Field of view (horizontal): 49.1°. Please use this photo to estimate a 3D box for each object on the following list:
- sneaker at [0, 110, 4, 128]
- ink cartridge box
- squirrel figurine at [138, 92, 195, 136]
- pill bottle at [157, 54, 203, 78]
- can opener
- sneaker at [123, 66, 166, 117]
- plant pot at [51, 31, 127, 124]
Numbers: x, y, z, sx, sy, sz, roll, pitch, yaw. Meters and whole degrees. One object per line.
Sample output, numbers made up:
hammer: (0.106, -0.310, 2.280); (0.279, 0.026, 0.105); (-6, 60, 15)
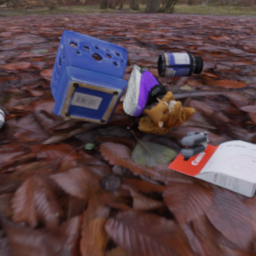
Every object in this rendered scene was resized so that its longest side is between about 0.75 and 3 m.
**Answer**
sneaker: (-5.643, -0.202, 10.045); (2.203, 0.841, 0.887); (-9, 38, -13)
ink cartridge box: (2.666, 0.898, 8.174); (2.366, 0.675, 1.923); (21, 34, 27)
squirrel figurine: (1.096, -0.304, 9.212); (1.174, 1.660, 1.549); (47, 31, 15)
pill bottle: (2.097, -2.521, 11.309); (1.696, 0.949, 0.949); (-2, 28, -8)
can opener: (1.847, 0.445, 8.091); (0.728, 0.581, 2.177); (4, 5, 30)
sneaker: (0.645, -1.164, 9.158); (1.299, 0.908, 2.611); (21, 36, -10)
plant pot: (-1.392, -1.563, 9.798); (2.381, 2.380, 2.140); (11, 46, -22)
